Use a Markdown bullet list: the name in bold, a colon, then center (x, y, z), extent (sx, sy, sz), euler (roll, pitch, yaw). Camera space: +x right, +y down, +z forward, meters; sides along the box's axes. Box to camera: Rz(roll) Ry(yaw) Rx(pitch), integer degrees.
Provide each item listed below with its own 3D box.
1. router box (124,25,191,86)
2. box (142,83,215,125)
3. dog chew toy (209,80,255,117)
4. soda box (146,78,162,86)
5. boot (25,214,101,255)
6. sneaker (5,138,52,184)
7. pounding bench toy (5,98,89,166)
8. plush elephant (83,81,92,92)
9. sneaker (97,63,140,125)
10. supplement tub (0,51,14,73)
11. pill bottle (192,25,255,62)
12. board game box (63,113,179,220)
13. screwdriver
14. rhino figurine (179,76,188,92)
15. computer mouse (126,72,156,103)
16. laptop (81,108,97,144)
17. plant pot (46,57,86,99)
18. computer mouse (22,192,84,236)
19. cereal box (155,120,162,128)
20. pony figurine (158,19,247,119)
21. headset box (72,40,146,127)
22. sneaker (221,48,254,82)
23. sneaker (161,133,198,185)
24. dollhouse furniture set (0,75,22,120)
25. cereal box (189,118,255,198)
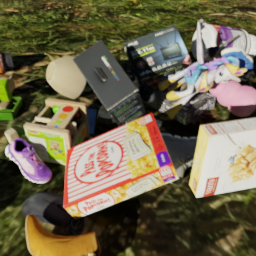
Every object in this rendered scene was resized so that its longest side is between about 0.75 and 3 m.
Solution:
- **router box**: center (1.012, -2.537, 9.803), extent (1.973, 0.613, 1.478), euler (-21, 76, -2)
- **box**: center (1.941, -1.133, 10.971), extent (1.792, 0.565, 2.272), euler (-29, 45, -33)
- **dog chew toy**: center (3.828, -1.219, 10.315), extent (1.849, 1.151, 1.151), euler (34, 45, 10)
- **soda box**: center (1.095, -2.012, 11.665), extent (0.880, 0.308, 0.279), euler (-20, 18, 36)
- **boot**: center (-1.313, 2.419, 5.812), extent (1.321, 0.649, 1.846), euler (-23, 58, -8)
- **sneaker**: center (-2.747, 0.871, 7.806), extent (1.570, 0.694, 0.632), euler (42, 40, 6)
- **pounding bench toy**: center (-2.457, -0.019, 8.696), extent (2.118, 1.316, 1.652), euler (9, 40, 9)
- **plush elephant**: center (-2.126, -2.070, 11.553), extent (1.723, 1.419, 1.334), euler (-17, 14, 18)
- **sneaker**: center (-0.278, -1.472, 10.470), extent (1.109, 1.691, 2.940), euler (17, 41, 22)
- **supplement tub**: center (-6.511, -3.065, 13.177), extent (2.027, 1.084, 1.084), euler (-12, 38, -15)
- **pill bottle**: center (4.655, -3.906, 13.283), extent (2.932, 1.633, 1.633), euler (-2, 35, -24)
- **board game box**: center (-0.293, 0.885, 7.003), extent (2.624, 0.608, 1.988), euler (-24, 36, 7)
- **screwdriver**: center (3.795, -3.342, 11.548), extent (2.948, 0.429, 0.411), euler (-33, 77, -36)
- **rhino figurine**: center (2.142, -1.963, 10.897), extent (0.881, 0.602, 2.015), euler (-15, 54, 6)
- **computer mouse**: center (0.400, -1.393, 9.290), extent (0.286, 0.492, 1.678), euler (-15, 48, -32)
- **laptop**: center (-1.868, 0.017, 9.196), extent (1.345, 0.832, 1.436), euler (9, 37, 12)
- **plant pot**: center (-2.536, -2.079, 11.017), extent (1.128, 1.680, 1.680), euler (9, 26, -40)
- **computer mouse**: center (-1.814, 1.926, 6.914), extent (1.723, 0.454, 1.193), euler (7, 38, 9)
- **cereal box**: center (0.768, -0.027, 9.715), extent (0.588, 0.162, 0.817), euler (16, 39, 20)
- **pony figurine**: center (2.462, -1.907, 9.636), extent (2.852, 2.375, 2.753), euler (-28, 37, 30)
- **headset box**: center (-0.506, -1.272, 8.671), extent (1.057, 2.278, 1.984), euler (-34, 74, 0)
- **sneaker**: center (3.843, -2.128, 9.750), extent (1.658, 0.922, 0.636), euler (11, -16, -43)
- **sneaker**: center (1.803, 0.983, 7.897), extent (2.745, 1.030, 1.585), euler (0, 41, 16)
- **dollhouse furniture set**: center (-5.346, -1.198, 10.248), extent (2.337, 1.531, 1.173), euler (-1, 38, -2)
- **cereal box**: center (3.114, 0.717, 7.185), extent (2.904, 2.089, 0.574), euler (-9, 37, -10)
